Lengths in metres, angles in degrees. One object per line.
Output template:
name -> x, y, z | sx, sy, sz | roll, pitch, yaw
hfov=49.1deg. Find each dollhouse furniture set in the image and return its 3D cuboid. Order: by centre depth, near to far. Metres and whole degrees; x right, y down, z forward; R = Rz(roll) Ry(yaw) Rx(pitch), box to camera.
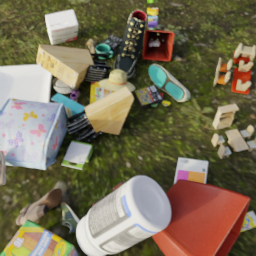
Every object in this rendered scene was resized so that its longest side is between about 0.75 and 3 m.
dollhouse furniture set -> 3.976, 0.093, 10.600 | 1.515, 1.073, 1.649 | -12, 53, -9
dollhouse furniture set -> 5.242, -2.558, 12.838 | 2.372, 1.222, 2.347 | 13, 65, 10

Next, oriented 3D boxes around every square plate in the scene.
square plate -> -4.871, -1.675, 12.387 | 2.967, 0.422, 2.939 | -4, 53, -3

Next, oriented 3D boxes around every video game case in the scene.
video game case -> 0.875, -1.376, 12.190 | 0.984, 0.139, 1.089 | -18, 47, -6

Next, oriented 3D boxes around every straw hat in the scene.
straw hat -> -0.424, -2.066, 11.729 | 1.562, 0.661, 1.562 | 8, 28, -4

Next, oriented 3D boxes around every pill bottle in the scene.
pill bottle -> -0.210, 2.414, 7.340 | 1.407, 2.473, 1.407 | 31, 37, -27

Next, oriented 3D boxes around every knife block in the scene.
knife block -> -1.160, -0.571, 10.487 | 2.079, 2.369, 0.758 | 13, 25, -25
knife block -> -2.176, -2.928, 12.256 | 2.779, 0.889, 2.440 | 34, 45, 2

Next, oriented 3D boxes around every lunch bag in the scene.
lunch bag -> -3.626, 0.335, 10.070 | 2.246, 1.684, 2.648 | 5, 42, 2

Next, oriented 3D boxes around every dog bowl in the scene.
dog bowl -> -2.735, -1.962, 12.487 | 1.254, 0.368, 1.254 | -5, 39, 4

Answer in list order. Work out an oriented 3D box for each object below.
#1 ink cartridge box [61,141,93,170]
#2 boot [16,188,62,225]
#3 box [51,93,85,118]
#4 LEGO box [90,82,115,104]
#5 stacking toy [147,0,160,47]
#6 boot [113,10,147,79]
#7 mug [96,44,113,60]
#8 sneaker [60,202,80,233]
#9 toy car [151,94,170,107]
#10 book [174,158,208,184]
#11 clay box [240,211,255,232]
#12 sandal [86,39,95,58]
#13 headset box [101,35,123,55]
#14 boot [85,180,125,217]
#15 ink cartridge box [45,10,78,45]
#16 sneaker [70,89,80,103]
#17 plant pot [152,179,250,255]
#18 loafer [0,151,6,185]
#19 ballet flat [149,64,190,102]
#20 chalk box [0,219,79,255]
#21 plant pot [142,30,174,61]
ink cartridge box -> -1.857, 1.076, 10.252 | 0.803, 0.412, 1.086 | 12, 53, 9
boot -> -2.877, 2.522, 8.981 | 1.095, 0.526, 1.498 | -23, 11, 18
box -> -2.314, -0.735, 11.473 | 1.719, 0.707, 0.422 | 27, 57, 20
LEGO box -> -1.000, -1.225, 11.916 | 1.162, 0.602, 1.561 | -1, 52, -1
stacking toy -> 1.288, -5.418, 14.221 | 0.556, 1.784, 2.366 | -2, 41, 6
boot -> 0.104, -3.850, 12.859 | 1.035, 2.166, 2.867 | 16, 48, -1
mug -> -1.207, -3.687, 13.883 | 0.694, 0.522, 0.845 | -25, 57, -19
sneaker -> -1.938, 2.868, 8.891 | 0.473, 0.354, 1.054 | -33, 62, -29
toy car -> 1.315, -1.088, 12.060 | 0.790, 0.187, 0.840 | -23, 47, -11
book -> 2.148, 1.802, 9.702 | 1.056, 0.380, 1.581 | 7, 52, 17
clay box -> 3.716, 2.996, 8.905 | 0.791, 0.188, 0.454 | -13, 53, -10
sandal -> -1.922, -4.024, 14.036 | 0.371, 0.552, 1.375 | 6, 44, -23
headset box -> -0.810, -4.255, 14.375 | 0.822, 0.438, 0.944 | 27, 57, 19
boot -> -0.188, 2.789, 8.623 | 1.660, 0.572, 1.781 | -39, 86, -12
ink cartridge box -> -3.292, -4.977, 13.962 | 1.385, 1.914, 0.807 | -17, 91, -13
sneaker -> -2.338, -1.466, 12.265 | 0.327, 0.360, 0.814 | 4, 51, 4
plant pot -> 1.854, 2.800, 7.932 | 1.982, 2.247, 2.249 | 29, 57, 33
loafer -> -4.045, 1.264, 8.756 | 0.391, 1.088, 0.342 | 1, 4, 44
ballet flat -> 1.829, -1.957, 12.523 | 0.754, 0.815, 2.418 | -2, 45, -48
chalk box -> -2.195, 3.700, 7.667 | 2.063, 1.277, 1.283 | 21, 56, 16
plant pot -> 1.447, -4.160, 13.747 | 1.363, 1.365, 1.203 | 5, 31, 2
